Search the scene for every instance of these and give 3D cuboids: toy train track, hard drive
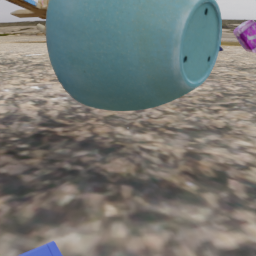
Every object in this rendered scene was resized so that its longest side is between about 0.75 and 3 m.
[{"bbox_3d":[-1.775,-2.344,4.956,1.441,0.409,2.512,5,9,18],"label":"toy train track"},{"bbox_3d":[-1.414,1.999,3.613,1.227,0.156,0.810,-14,26,-30],"label":"hard drive"}]

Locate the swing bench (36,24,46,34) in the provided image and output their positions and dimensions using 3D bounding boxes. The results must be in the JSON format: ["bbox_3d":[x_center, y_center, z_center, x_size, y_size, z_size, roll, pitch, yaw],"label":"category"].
[{"bbox_3d":[-0.816,-2.807,7.517,2.155,1.398,2.144,43,53,-2],"label":"swing bench"}]

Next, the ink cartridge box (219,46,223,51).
[{"bbox_3d":[1.945,-3.178,10.302,2.281,0.494,2.239,33,-18,-35],"label":"ink cartridge box"}]

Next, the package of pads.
[{"bbox_3d":[3.393,-2.532,7.799,0.513,0.816,1.355,-39,5,22],"label":"package of pads"}]

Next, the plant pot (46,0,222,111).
[{"bbox_3d":[0.402,-1.561,4.926,2.002,2.973,2.973,21,30,36],"label":"plant pot"}]
